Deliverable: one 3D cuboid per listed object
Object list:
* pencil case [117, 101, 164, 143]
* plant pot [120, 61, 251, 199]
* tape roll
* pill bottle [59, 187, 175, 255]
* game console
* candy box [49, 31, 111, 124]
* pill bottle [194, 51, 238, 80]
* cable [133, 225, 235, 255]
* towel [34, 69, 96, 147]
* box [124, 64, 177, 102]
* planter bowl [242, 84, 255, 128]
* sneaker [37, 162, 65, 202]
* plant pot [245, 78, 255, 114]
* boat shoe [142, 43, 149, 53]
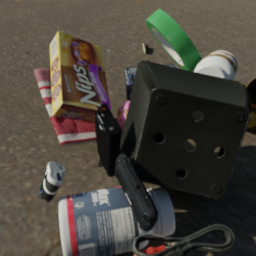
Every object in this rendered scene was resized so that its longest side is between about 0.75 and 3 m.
[{"bbox_3d":[0.420,0.049,8.691,1.188,1.241,2.869,11,18,-17],"label":"pencil case"},{"bbox_3d":[1.299,0.102,6.837,2.954,2.961,2.627,13,14,2],"label":"plant pot"},{"bbox_3d":[1.678,-3.165,10.346,0.602,2.507,2.507,-40,40,9],"label":"tape roll"},{"bbox_3d":[-0.267,2.096,6.411,2.433,1.455,1.455,-7,38,-11],"label":"pill bottle"},{"bbox_3d":[-0.140,0.900,6.057,0.338,1.655,2.806,-17,53,-18],"label":"game console"},{"bbox_3d":[-1.605,-1.617,9.132,1.675,0.811,2.871,11,54,-34],"label":"candy box"},{"bbox_3d":[2.785,-1.721,8.999,1.224,1.224,2.141,17,29,21],"label":"pill bottle"},{"bbox_3d":[0.762,1.879,4.331,1.739,0.438,0.845,-21,57,-20],"label":"cable"},{"bbox_3d":[-1.733,-0.802,9.442,2.152,0.340,2.988,-6,60,-38],"label":"towel"},{"bbox_3d":[0.869,-1.487,10.336,1.910,1.418,1.023,-5,25,-1],"label":"box"},{"bbox_3d":[4.239,-0.666,10.447,2.364,0.985,2.364,0,36,0],"label":"planter bowl"},{"bbox_3d":[-1.823,1.268,6.471,0.459,0.703,1.257,30,4,-13],"label":"sneaker"},{"bbox_3d":[4.226,-0.981,8.194,1.203,1.124,1.124,-11,36,-39],"label":"plant pot"},{"bbox_3d":[1.025,-4.617,16.137,0.333,0.389,1.064,-7,33,4],"label":"boat shoe"}]
